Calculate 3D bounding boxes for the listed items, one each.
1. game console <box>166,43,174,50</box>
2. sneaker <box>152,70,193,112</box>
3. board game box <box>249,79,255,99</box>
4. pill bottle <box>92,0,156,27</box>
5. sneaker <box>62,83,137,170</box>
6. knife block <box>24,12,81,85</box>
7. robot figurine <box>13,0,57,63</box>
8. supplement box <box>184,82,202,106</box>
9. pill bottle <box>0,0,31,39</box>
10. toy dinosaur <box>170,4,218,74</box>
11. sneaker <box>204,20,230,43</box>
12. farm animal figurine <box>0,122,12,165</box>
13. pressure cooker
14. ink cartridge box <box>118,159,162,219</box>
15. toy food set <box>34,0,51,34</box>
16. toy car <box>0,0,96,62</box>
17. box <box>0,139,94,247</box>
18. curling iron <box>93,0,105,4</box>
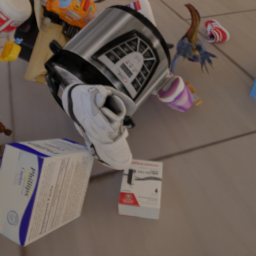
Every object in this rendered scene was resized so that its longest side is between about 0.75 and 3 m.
[{"bbox_3d":[-0.201,-3.283,10.098,2.793,1.653,2.384,-25,91,-22],"label":"game console"},{"bbox_3d":[1.293,-1.145,8.598,0.958,1.053,2.383,-48,24,12],"label":"sneaker"},{"bbox_3d":[5.622,-1.384,8.967,2.495,0.697,2.443,30,51,27],"label":"board game box"},{"bbox_3d":[-0.374,-3.133,9.288,2.573,1.447,1.447,-16,43,10],"label":"pill bottle"},{"bbox_3d":[-0.314,0.050,5.153,1.177,2.049,0.770,3,42,51],"label":"sneaker"},{"bbox_3d":[-2.304,-2.739,8.586,2.377,0.760,2.086,-25,77,22],"label":"knife block"},{"bbox_3d":[-2.871,-3.430,9.457,1.614,2.586,1.943,17,12,-31],"label":"robot figurine"},{"bbox_3d":[1.965,-1.046,8.578,0.263,0.254,0.764,-33,68,17],"label":"supplement box"},{"bbox_3d":[-3.689,-3.191,8.036,1.770,0.993,0.993,-18,34,34],"label":"pill bottle"},{"bbox_3d":[2.081,-2.522,8.766,1.379,2.626,2.383,5,28,1],"label":"toy dinosaur"},{"bbox_3d":[3.519,-4.129,11.905,0.862,0.546,1.533,-15,48,-20],"label":"sneaker"},{"bbox_3d":[-3.118,0.694,6.859,1.350,0.841,1.672,-43,60,-13],"label":"farm animal figurine"},{"bbox_3d":[-0.581,-1.356,7.390,2.533,2.572,2.880,35,73,25],"label":"pressure cooker"},{"bbox_3d":[0.300,1.339,6.318,0.880,0.511,1.220,5,45,5],"label":"ink cartridge box"},{"bbox_3d":[-2.217,-3.201,7.314,0.352,1.166,0.837,-5,56,-23],"label":"toy food set"},{"bbox_3d":[-1.808,-2.452,7.144,0.958,1.412,2.878,15,69,49],"label":"toy car"},{"bbox_3d":[-1.540,1.069,5.325,0.892,1.563,1.700,17,7,22],"label":"box"},{"bbox_3d":[-0.905,-4.011,8.773,0.118,0.230,0.926,-30,21,35],"label":"curling iron"}]
